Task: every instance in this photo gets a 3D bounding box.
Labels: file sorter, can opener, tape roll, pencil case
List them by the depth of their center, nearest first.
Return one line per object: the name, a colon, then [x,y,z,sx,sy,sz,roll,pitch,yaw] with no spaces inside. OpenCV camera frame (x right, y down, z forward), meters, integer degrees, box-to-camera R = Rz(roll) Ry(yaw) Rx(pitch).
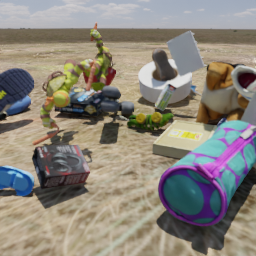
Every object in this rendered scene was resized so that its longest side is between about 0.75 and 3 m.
pencil case: [1.664,0.673,5.177,1.122,1.219,2.637,41,38,18]
can opener: [-0.245,-0.837,8.867,0.978,0.780,2.926,6,4,-1]
file sorter: [2.102,-2.605,9.909,0.898,1.294,0.806,-20,5,28]
tape roll: [1.543,-1.957,11.684,2.183,0.764,2.183,-4,44,4]

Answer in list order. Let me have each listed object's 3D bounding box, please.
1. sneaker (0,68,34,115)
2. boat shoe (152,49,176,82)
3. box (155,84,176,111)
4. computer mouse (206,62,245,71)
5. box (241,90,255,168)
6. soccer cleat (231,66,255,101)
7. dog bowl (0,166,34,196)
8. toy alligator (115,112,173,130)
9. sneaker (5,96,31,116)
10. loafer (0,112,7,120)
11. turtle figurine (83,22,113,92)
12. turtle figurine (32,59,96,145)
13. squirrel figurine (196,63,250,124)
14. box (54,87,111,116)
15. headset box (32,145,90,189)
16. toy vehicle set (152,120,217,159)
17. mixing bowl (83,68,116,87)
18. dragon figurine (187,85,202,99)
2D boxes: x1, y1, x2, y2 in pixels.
sneaker: [-4.083,-0.884,8.607,1.123,1.010,2.731,-12,31,48]
boat shoe: [1.435,-2.407,11.347,0.669,1.767,0.634,-23,28,-4]
box: [1.289,-1.087,9.825,0.280,0.887,1.612,29,8,0]
computer mouse: [3.504,-1.621,10.693,1.286,2.345,0.514,7,63,9]
box: [3.195,-0.351,5.925,0.842,2.464,1.012,-9,43,-24]
soccer cleat: [3.416,-0.700,6.768,2.329,0.814,1.006,47,19,32]
dog bowl: [-2.169,0.986,5.341,0.813,0.453,0.202,18,9,2]
toy alligator: [0.461,-0.167,8.559,1.912,0.459,0.634,-3,-12,30]
sneaker: [-4.603,-0.947,9.776,2.485,1.022,0.919,-17,24,-42]
loafer: [-4.409,-0.372,9.139,0.346,0.384,1.014,6,20,33]
turtle figurine: [-0.927,-2.217,9.870,0.797,2.473,1.995,4,48,5]
turtle figurine: [-1.828,-0.964,7.343,0.859,2.666,2.150,30,19,-24]
squirrel figurine: [3.683,-1.013,8.807,2.596,1.968,2.781,13,28,12]
box: [-1.609,-1.014,10.416,1.580,0.457,1.988,7,22,9]
headset box: [-1.259,0.720,5.444,0.990,0.382,0.737,-1,46,-36]
toy vehicle set: [1.588,0.284,7.549,1.238,0.264,1.993,10,23,24]
mixing bowl: [-1.348,-2.239,12.548,1.567,0.848,1.567,7,-4,1]
dragon figurine: [2.710,-1.596,12.235,1.616,0.476,0.803,11,25,34]
